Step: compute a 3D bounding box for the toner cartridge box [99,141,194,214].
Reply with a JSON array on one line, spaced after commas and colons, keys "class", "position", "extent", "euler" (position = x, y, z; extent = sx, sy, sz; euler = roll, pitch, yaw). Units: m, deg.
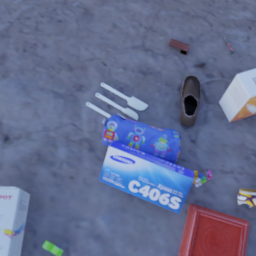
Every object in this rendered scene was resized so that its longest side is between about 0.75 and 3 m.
[{"class": "toner cartridge box", "position": [0.574, 1.589, 9.144], "extent": [2.845, 0.614, 1.351], "euler": [20, 109, 9]}]

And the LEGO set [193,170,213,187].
[{"class": "LEGO set", "position": [2.424, 1.622, 9.439], "extent": [0.973, 0.371, 0.399], "euler": [-16, 101, -44]}]

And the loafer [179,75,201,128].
[{"class": "loafer", "position": [2.420, -1.116, 10.593], "extent": [0.820, 0.797, 2.246], "euler": [6, 67, 2]}]

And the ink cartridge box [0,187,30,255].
[{"class": "ink cartridge box", "position": [-4.252, 3.191, 8.579], "extent": [1.894, 1.076, 2.599], "euler": [2, 67, 1]}]

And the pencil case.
[{"class": "pencil case", "position": [0.462, 0.346, 9.776], "extent": [2.826, 1.103, 1.227], "euler": [15, 92, 5]}]

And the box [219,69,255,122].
[{"class": "box", "position": [4.258, -1.152, 9.968], "extent": [1.221, 1.962, 0.956], "euler": [-17, 69, -7]}]

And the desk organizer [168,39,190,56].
[{"class": "desk organizer", "position": [2.141, -3.418, 11.856], "extent": [0.891, 0.320, 0.343], "euler": [23, 71, 10]}]

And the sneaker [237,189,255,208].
[{"class": "sneaker", "position": [4.224, 2.386, 9.328], "extent": [1.238, 0.464, 0.558], "euler": [11, 97, -6]}]

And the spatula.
[{"class": "spatula", "position": [-0.493, -0.846, 10.830], "extent": [2.116, 0.170, 1.471], "euler": [30, 71, 12]}]

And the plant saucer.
[{"class": "plant saucer", "position": [2.739, 3.625, 8.793], "extent": [2.028, 0.372, 2.024], "euler": [16, 68, 6]}]

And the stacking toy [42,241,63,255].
[{"class": "stacking toy", "position": [-1.967, 4.946, 8.066], "extent": [2.829, 0.665, 2.133], "euler": [30, 70, 13]}]

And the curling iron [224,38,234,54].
[{"class": "curling iron", "position": [4.279, -3.503, 11.966], "extent": [0.121, 0.235, 0.947], "euler": [-10, 62, -10]}]
